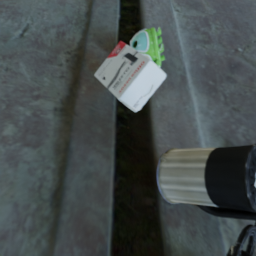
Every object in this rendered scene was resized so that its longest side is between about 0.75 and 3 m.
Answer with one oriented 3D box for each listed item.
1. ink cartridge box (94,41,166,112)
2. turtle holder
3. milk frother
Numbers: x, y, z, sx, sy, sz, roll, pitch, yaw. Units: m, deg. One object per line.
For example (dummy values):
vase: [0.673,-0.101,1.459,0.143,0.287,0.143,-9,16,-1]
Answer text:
ink cartridge box: [0.004,-2.002,10.673,1.787,1.037,2.476,-51,42,8]
turtle holder: [0.883,-3.415,12.618,1.417,1.996,1.516,-8,14,8]
milk frother: [2.046,1.923,7.076,2.642,2.535,2.809,-10,19,48]
